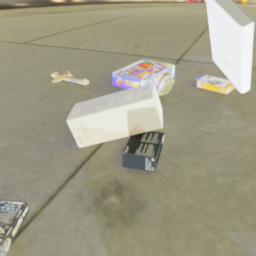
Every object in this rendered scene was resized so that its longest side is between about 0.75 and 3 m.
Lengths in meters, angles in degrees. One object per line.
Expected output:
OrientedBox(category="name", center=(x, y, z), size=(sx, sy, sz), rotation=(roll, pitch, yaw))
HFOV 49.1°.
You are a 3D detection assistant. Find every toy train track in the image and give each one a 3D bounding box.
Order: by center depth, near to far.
OrientedBox(category="toy train track", center=(-2.721, -2.358, 12.940), size=(2.065, 0.336, 1.184), rotation=(17, 34, 26))

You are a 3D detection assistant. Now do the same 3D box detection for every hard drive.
OrientedBox(category="hard drive", center=(2.893, -2.418, 8.025), size=(0.365, 2.736, 1.804), rotation=(-28, 56, 5))

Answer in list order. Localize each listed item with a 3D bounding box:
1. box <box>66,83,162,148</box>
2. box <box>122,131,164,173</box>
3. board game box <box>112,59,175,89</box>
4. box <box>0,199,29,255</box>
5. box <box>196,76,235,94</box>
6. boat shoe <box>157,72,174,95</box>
OrientedBox(category="box", center=(-0.336, -0.368, 8.080), size=(2.516, 0.978, 1.195), rotation=(-13, 27, 14))
OrientedBox(category="box", center=(0.429, 0.581, 7.644), size=(0.900, 0.503, 1.275), rotation=(10, 32, 13))
OrientedBox(category="board game box", center=(0.746, -2.427, 12.798), size=(1.751, 0.583, 2.604), rotation=(19, 35, 30))
OrientedBox(category="box", center=(-2.855, 1.892, 5.522), size=(1.404, 0.345, 1.132), rotation=(3, 29, 5))
OrientedBox(category="box", center=(3.740, -1.918, 12.205), size=(1.559, 0.323, 0.928), rotation=(20, 36, 35))
OrientedBox(category="boat shoe", center=(1.433, -1.718, 10.926), size=(0.502, 1.344, 0.460), rotation=(-12, 74, -17))
